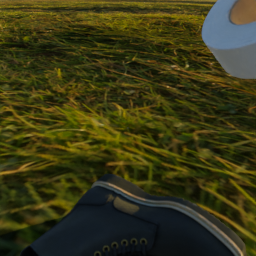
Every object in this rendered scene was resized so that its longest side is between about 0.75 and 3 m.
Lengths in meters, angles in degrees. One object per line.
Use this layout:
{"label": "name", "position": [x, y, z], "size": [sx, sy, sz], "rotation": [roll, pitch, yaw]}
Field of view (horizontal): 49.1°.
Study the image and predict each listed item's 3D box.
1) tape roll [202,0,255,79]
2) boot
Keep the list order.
{"label": "tape roll", "position": [2.051, -1.636, 4.044], "size": [1.897, 0.663, 1.897], "rotation": [-34, 34, 27]}
{"label": "boot", "position": [-0.008, 1.839, 4.001], "size": [2.767, 1.072, 1.914], "rotation": [9, 33, 41]}
